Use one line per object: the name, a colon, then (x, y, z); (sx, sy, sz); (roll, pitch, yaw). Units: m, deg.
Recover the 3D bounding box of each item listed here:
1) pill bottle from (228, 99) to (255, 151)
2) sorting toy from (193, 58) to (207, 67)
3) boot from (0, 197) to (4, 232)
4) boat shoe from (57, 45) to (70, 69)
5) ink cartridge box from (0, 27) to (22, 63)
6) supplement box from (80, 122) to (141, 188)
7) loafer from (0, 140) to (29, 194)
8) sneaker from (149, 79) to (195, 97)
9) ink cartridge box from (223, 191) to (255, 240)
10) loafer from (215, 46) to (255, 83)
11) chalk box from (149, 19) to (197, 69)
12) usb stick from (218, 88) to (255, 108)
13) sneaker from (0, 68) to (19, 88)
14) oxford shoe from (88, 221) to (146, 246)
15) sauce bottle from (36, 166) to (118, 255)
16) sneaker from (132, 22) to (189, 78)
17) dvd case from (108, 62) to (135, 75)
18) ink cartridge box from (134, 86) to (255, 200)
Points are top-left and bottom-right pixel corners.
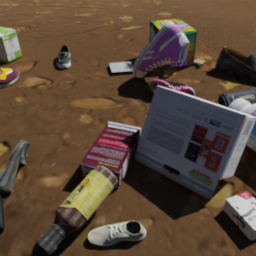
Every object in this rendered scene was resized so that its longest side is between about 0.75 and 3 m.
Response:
pill bottle: (4.024, 0.106, 8.110); (1.316, 1.316, 2.421); (-22, 43, -27)
sorting toy: (3.429, -3.140, 13.467); (0.452, 0.159, 0.938); (24, 43, 28)
boot: (-3.284, 2.003, 6.328); (0.846, 0.384, 1.006); (-10, 44, -19)
boat shoe: (-3.136, -3.450, 13.574); (0.636, 0.524, 1.853); (-5, 37, -7)
ink cartridge box: (-6.453, -4.670, 13.385); (1.997, 2.702, 1.023); (17, 40, 21)
supplement box: (-0.424, 0.681, 7.916); (1.096, 0.613, 2.014); (12, 37, 15)
loafer: (-2.934, 1.036, 7.401); (0.467, 0.533, 1.485); (18, 61, 5)
sneaker: (1.738, -1.548, 10.955); (1.791, 0.708, 0.854); (17, 35, 10)
ink cartridge box: (2.748, 1.973, 6.375); (0.673, 0.380, 0.916); (-15, 39, -20)
loafer: (5.222, -2.711, 12.146); (2.860, 1.034, 1.041); (23, 41, 27)
chalk box: (2.162, -3.921, 13.281); (1.656, 1.667, 2.671); (-9, 39, -11)
usb stick: (4.131, -1.008, 9.935); (2.426, 0.673, 0.396); (-11, 0, -30)
sneaker: (-5.720, -2.185, 11.351); (2.521, 1.136, 0.945); (-26, 44, -31)
oxford shoe: (-0.244, 2.243, 6.041); (1.260, 0.364, 0.474); (-5, 40, -3)
sauce bottle: (-1.079, 1.733, 6.050); (0.667, 0.667, 2.061); (24, 57, 29)
sneaker: (1.339, -2.751, 11.426); (1.536, 2.695, 0.977); (52, 36, 15)
dvd case: (-0.190, -2.767, 12.960); (1.329, 0.164, 0.999); (-7, 37, -9)
ink cartridge box: (1.685, 0.309, 7.607); (2.557, 2.245, 1.072); (26, 14, 34)
